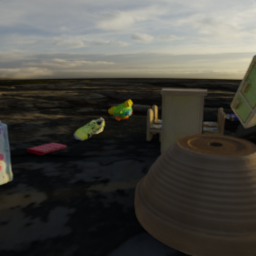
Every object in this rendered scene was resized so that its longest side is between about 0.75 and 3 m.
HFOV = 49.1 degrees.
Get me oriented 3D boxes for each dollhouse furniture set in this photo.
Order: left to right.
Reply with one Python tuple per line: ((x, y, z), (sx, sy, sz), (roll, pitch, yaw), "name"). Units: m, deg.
((1.939, -0.429, 9.561), (2.591, 1.964, 2.957), (4, 14, 14), "dollhouse furniture set")

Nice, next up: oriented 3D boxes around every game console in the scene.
((5.508, 0.262, 10.383), (2.436, 1.612, 2.770), (36, 25, 14), "game console")

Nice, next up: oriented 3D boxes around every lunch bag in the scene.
((-4.253, 0.662, 5.639), (2.744, 1.744, 2.327), (-1, 9, 23), "lunch bag")

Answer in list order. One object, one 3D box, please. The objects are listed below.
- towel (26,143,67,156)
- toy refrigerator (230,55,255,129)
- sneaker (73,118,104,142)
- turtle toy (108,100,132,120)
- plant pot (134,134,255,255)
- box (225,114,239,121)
((-2.607, 0.668, 8.999), (0.762, 0.118, 1.054), (7, 13, 36), "towel")
((3.761, -1.025, 8.014), (0.873, 0.948, 2.497), (-21, -27, -5), "toy refrigerator")
((-1.435, 0.019, 10.267), (0.545, 0.553, 1.446), (38, 39, 14), "sneaker")
((-0.252, -0.820, 13.731), (1.120, 0.777, 1.537), (-23, 8, 12), "turtle toy")
((1.594, 0.940, 5.212), (2.949, 1.361, 2.949), (1, 14, 0), "plant pot")
((5.528, -0.527, 13.828), (1.276, 0.207, 0.773), (-1, 13, -9), "box")
